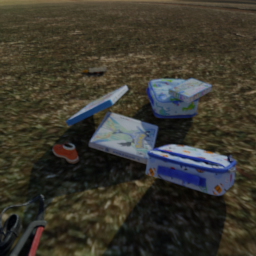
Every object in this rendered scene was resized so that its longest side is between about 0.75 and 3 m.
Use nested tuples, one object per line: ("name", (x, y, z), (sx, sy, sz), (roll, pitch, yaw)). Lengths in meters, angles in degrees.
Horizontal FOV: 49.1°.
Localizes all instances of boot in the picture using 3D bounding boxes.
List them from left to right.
("boot", (-1.923, 0.627, 8.444), (1.063, 0.570, 0.399), (17, 39, 35))

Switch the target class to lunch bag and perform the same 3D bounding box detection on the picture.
("lunch bag", (1.699, -1.211, 11.212), (1.772, 0.909, 2.205), (-3, 32, -6))
("lunch bag", (1.601, 0.993, 7.045), (2.144, 0.810, 1.718), (10, 8, 33))

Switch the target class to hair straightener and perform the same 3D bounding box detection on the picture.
("hair straightener", (-2.220, 2.256, 5.193), (1.123, 0.597, 2.917), (32, 28, -16))

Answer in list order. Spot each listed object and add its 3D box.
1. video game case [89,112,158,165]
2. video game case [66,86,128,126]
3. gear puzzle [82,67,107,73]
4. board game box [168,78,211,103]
("video game case", (-0.060, 0.250, 9.020), (1.880, 0.227, 2.063), (17, 32, 3))
("video game case", (-1.034, -0.856, 10.082), (1.749, 0.218, 2.444), (-23, 13, 19))
("gear puzzle", (-1.819, -3.072, 15.165), (1.322, 0.173, 0.685), (-6, 33, -4))
("board game box", (2.315, -1.420, 10.500), (1.408, 0.241, 0.946), (-27, 42, -34))
